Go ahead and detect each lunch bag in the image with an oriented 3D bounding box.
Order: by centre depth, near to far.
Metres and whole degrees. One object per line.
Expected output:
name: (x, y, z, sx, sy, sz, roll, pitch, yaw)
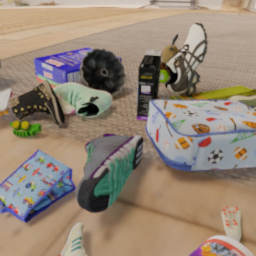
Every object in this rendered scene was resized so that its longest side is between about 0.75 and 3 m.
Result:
lunch bag: (-1.913, 1.191, 5.535, 1.032, 0.645, 1.370, 23, 42, 30)
lunch bag: (1.979, 0.027, 6.842, 2.921, 1.104, 2.340, 0, 25, -15)

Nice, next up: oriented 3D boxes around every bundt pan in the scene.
bundt pan: (-1.020, -1.936, 10.272, 1.822, 1.822, 0.684, -20, 3, -33)

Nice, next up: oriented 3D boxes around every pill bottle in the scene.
pill bottle: (0.789, 2.152, 3.331, 1.760, 0.980, 0.980, -21, 35, -33)

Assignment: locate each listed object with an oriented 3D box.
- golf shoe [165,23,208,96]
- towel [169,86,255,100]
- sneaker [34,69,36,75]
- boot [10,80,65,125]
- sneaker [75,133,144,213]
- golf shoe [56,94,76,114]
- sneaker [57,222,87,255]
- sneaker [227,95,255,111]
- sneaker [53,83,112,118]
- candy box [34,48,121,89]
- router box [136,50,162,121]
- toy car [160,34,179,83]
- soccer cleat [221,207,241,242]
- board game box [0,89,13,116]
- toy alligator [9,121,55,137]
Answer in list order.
golf shoe: (1.952, -2.384, 9.628, 1.181, 2.499, 0.972, 6, 9, -16)
towel: (2.913, -1.157, 9.771, 2.769, 0.250, 1.192, -10, 22, -7)
sneaker: (-3.386, -2.648, 12.682, 0.801, 0.461, 1.535, 27, 41, 32)
boot: (-2.777, -0.577, 8.581, 1.337, 0.650, 1.776, -25, 61, -6)
sneaker: (-0.595, 0.790, 5.809, 1.171, 0.996, 2.676, 13, 19, 17)
golf shoe: (-2.218, -0.791, 9.168, 1.217, 0.557, 0.458, 17, 25, 27)
sneaker: (-0.809, 1.950, 4.434, 0.446, 0.336, 0.954, 15, 32, 7)
sneaker: (4.137, -0.537, 8.629, 2.358, 0.791, 1.058, -9, 43, -23)
sneaker: (-1.697, -0.902, 9.082, 2.138, 0.787, 1.261, 8, 25, 12)
candy box: (-2.060, -2.436, 11.654, 2.788, 1.074, 2.357, -23, 38, -38)
router box: (0.716, -1.478, 9.249, 0.579, 1.692, 2.268, 6, 29, 8)
toy car: (1.979, -2.969, 11.849, 1.436, 1.820, 1.495, 9, 30, 16)
soccer cleat: (1.822, 1.686, 4.920, 0.333, 0.372, 0.960, -9, 5, 21)
board game box: (-4.442, -0.561, 8.658, 1.679, 0.217, 1.680, -22, 32, -5)
toy alligator: (-2.716, 0.075, 7.738, 1.452, 0.431, 0.394, 4, 69, 18)
